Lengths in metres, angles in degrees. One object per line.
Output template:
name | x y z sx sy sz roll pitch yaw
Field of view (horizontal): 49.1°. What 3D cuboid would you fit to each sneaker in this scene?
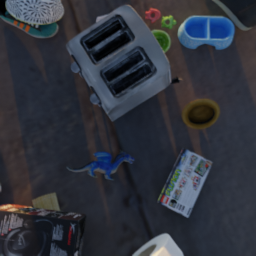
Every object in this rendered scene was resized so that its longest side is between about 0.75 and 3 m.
sneaker | -3.218 -3.400 8.583 2.119 0.846 0.756 21 88 7
sneaker | 3.186 -4.282 8.116 2.760 1.466 1.032 39 60 -12

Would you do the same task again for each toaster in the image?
toaster | -0.125 -1.763 7.864 2.564 1.522 2.319 -32 82 4

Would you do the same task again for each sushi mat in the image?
sushi mat | -2.236 2.652 7.987 0.706 0.089 1.476 -17 81 2

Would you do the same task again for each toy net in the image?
toy net | 0.200 -3.145 8.604 2.425 0.468 1.272 17 104 -1

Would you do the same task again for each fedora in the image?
fedora | 2.108 -0.476 8.233 1.095 0.447 1.095 1 124 2

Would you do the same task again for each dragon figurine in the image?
dragon figurine | -0.771 0.970 8.001 1.829 0.538 0.909 11 81 -8

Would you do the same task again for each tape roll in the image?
tape roll | 0.551 3.461 7.059 1.704 1.704 0.596 -38 82 -6

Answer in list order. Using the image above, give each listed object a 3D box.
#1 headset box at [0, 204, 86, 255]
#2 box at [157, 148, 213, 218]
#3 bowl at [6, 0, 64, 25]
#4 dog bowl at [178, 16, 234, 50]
headset box | -2.607 3.173 7.365 2.665 1.029 1.983 5 82 6
box | 1.638 1.563 8.076 0.951 0.300 1.727 27 81 4
bowl | -2.706 -3.859 8.158 1.675 0.786 1.675 8 52 -11
dog bowl | 2.480 -3.022 8.794 1.760 0.436 0.981 2 80 0
